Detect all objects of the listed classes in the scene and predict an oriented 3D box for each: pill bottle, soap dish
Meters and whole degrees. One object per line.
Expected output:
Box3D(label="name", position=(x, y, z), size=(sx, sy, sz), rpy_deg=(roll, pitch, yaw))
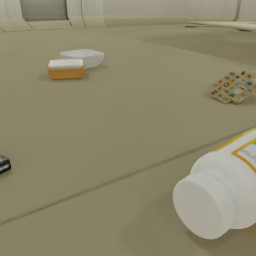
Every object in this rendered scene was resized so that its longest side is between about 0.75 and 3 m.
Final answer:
Box3D(label="pill bottle", position=(1.990, 0.933, 5.042), size=(2.426, 1.347, 1.347), rpy_deg=(-20, 33, -34))
Box3D(label="soap dish", position=(-2.914, -2.795, 13.329), size=(1.690, 0.686, 1.330), rpy_deg=(-4, 27, -9))

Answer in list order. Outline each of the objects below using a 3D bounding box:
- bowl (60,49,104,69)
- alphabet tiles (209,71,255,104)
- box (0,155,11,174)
Box3D(label="bowl", position=(-2.468, -3.713, 15.157), size=(1.927, 0.719, 1.924), rpy_deg=(-23, 34, -37))
Box3D(label="alphabet tiles", position=(4.060, -1.574, 10.654), size=(1.770, 0.056, 1.473), rpy_deg=(-33, 44, -10))
Box3D(label="box", position=(-3.478, 0.917, 6.248), size=(1.024, 0.312, 1.270), rpy_deg=(19, 32, 30))
